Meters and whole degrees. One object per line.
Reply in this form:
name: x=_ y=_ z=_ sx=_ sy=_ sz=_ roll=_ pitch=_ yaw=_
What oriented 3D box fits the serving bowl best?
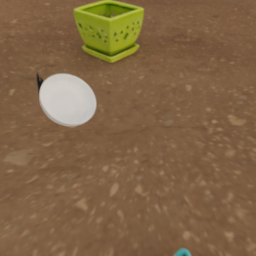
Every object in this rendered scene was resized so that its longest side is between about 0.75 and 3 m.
serving bowl: x=-1.683 y=-0.694 z=7.680 sx=1.542 sy=0.507 sz=1.542 roll=13 pitch=61 yaw=-24

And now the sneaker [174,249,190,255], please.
sneaker: x=0.792 y=3.189 z=5.404 sx=0.717 sy=0.737 sz=1.851 roll=15 pitch=42 yaw=19

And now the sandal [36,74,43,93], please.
sandal: x=-2.780 y=-1.366 z=8.905 sx=0.184 sy=0.289 sz=0.768 roll=-10 pitch=78 yaw=-10

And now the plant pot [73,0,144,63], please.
plant pot: x=-0.927 y=-4.843 z=14.140 sx=2.540 sy=2.317 sz=2.553 roll=28 pitch=47 yaw=31
